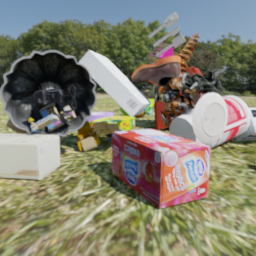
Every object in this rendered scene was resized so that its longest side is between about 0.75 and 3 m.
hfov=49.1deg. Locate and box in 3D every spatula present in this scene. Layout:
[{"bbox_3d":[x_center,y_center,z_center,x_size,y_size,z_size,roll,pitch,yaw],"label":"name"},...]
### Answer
[{"bbox_3d":[1.152,-2.794,8.576,0.108,0.939,1.350,-23,3,-32],"label":"spatula"}]

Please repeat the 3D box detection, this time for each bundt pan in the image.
[{"bbox_3d":[-2.185,-1.007,7.806,2.506,2.506,0.940,-3,28,-18],"label":"bundt pan"}]

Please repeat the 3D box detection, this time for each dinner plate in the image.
[{"bbox_3d":[2.051,-0.220,6.824,1.270,1.270,0.154,-6,9,-32],"label":"dinner plate"}]

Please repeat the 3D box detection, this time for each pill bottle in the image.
[{"bbox_3d":[2.764,-0.122,9.516,2.699,1.515,1.515,-17,17,-33],"label":"pill bottle"}]

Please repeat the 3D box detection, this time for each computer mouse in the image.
[{"bbox_3d":[-1.881,-0.710,7.314,1.091,0.766,0.251,-11,31,-12],"label":"computer mouse"}]

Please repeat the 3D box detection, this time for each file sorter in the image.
[{"bbox_3d":[1.175,-2.544,9.939,0.512,0.567,0.816,23,57,28],"label":"file sorter"}]

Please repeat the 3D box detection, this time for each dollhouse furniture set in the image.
[{"bbox_3d":[-2.120,-0.391,7.548,0.964,0.666,1.021,-29,-7,7],"label":"dollhouse furniture set"}]

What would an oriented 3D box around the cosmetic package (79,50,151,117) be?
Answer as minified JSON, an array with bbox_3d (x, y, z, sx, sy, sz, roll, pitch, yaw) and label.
[{"bbox_3d":[-0.327,-1.341,8.690,2.228,0.576,1.680,46,16,5],"label":"cosmetic package"}]

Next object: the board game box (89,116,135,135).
[{"bbox_3d":[-0.684,-0.139,13.049,1.243,0.583,2.447,4,10,21],"label":"board game box"}]

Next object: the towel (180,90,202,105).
[{"bbox_3d":[2.307,-1.305,10.265,0.857,0.223,1.294,28,-19,38],"label":"towel"}]

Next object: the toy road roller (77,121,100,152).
[{"bbox_3d":[-1.411,0.251,9.402,0.682,0.811,1.111,-22,16,-5],"label":"toy road roller"}]

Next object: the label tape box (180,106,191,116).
[{"bbox_3d":[1.992,-0.614,10.463,0.932,0.668,0.308,3,44,-37],"label":"label tape box"}]

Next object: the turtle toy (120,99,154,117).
[{"bbox_3d":[0.537,-1.349,18.437,2.511,1.269,1.830,6,5,40],"label":"turtle toy"}]

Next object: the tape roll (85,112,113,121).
[{"bbox_3d":[-1.687,-0.534,15.681,1.704,0.559,1.704,1,9,0],"label":"tape roll"}]

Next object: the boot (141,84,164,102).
[{"bbox_3d":[0.942,-1.457,10.336,1.078,0.834,0.389,18,45,25],"label":"boot"}]

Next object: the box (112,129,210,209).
[{"bbox_3d":[0.567,0.723,6.018,1.129,1.081,2.265,-4,10,-26],"label":"box"}]

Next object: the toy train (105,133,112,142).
[{"bbox_3d":[-0.180,0.423,10.407,1.436,0.329,0.245,6,7,19],"label":"toy train"}]

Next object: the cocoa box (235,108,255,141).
[{"bbox_3d":[4.754,-0.125,10.506,1.492,0.995,0.979,-2,-19,-28],"label":"cocoa box"}]

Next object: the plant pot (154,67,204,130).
[{"bbox_3d":[2.749,-1.548,13.935,2.801,2.468,2.798,-12,4,23],"label":"plant pot"}]

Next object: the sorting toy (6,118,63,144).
[{"bbox_3d":[-2.548,-0.398,8.683,1.670,1.805,0.329,36,-8,-27],"label":"sorting toy"}]

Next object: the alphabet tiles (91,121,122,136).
[{"bbox_3d":[-0.875,0.040,11.043,1.147,0.086,1.173,-10,-29,20],"label":"alphabet tiles"}]

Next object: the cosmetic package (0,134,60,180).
[{"bbox_3d":[-3.090,0.668,7.058,2.433,0.865,1.280,2,9,11],"label":"cosmetic package"}]

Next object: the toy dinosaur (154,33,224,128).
[{"bbox_3d":[1.882,-1.339,8.946,1.996,2.942,1.503,8,43,0],"label":"toy dinosaur"}]

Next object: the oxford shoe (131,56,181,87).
[{"bbox_3d":[0.808,-1.604,8.752,0.711,0.724,1.997,-3,-5,-36],"label":"oxford shoe"}]
